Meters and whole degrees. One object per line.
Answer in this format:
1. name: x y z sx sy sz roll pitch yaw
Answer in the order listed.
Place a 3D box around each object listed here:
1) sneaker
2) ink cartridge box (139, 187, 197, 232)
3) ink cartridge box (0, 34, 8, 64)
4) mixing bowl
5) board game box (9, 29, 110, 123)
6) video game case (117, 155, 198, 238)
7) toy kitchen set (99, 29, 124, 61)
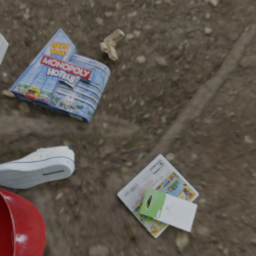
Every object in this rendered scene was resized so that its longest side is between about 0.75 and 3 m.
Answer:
1. sneaker: -2.941 1.210 8.813 2.732 0.998 0.967 -8 38 7
2. ink cartridge box: 1.181 2.436 8.398 1.559 0.462 0.809 19 75 4
3. ink cartridge box: -5.481 -2.818 9.016 1.821 2.518 1.854 13 75 4
4. mixing bowl: -3.315 3.033 7.628 2.898 1.569 2.898 -8 76 33
5. board game box: -2.133 -1.898 9.616 2.723 0.840 2.721 18 75 6
6. video game case: 0.933 2.110 8.849 1.927 0.221 1.753 -41 78 -11
7. toy kitchen set: -0.523 -2.968 9.870 0.730 0.661 0.810 -27 69 27
